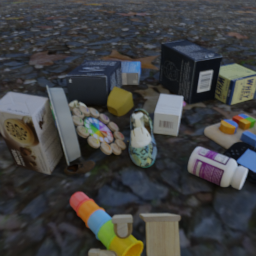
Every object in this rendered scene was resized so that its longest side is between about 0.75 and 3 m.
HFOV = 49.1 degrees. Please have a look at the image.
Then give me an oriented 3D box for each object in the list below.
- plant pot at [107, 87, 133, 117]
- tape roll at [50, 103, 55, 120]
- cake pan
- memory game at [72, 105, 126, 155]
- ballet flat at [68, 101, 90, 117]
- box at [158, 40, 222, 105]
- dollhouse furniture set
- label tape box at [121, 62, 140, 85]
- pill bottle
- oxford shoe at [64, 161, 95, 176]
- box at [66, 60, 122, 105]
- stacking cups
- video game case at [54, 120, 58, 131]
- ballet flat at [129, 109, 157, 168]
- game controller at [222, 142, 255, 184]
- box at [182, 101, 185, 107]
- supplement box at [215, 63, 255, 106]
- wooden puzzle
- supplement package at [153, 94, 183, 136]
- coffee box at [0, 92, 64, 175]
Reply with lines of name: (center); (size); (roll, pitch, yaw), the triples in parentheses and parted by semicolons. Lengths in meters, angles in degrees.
plant pot: (-0.412, -1.034, 11.955); (0.890, 0.896, 0.916); (25, 64, 22)
tape roll: (-3.612, -0.587, 11.491); (1.413, 0.340, 1.413); (-3, 31, 2)
cake pan: (-2.041, -0.111, 8.922); (0.478, 2.608, 2.608); (-15, 36, -13)
memory game: (-0.993, 0.051, 9.772); (2.301, 0.147, 2.301); (34, 25, -18)
ballet flat: (-2.177, -0.908, 12.151); (1.451, 0.488, 0.494); (21, 35, 29)
box: (2.860, -2.749, 13.481); (1.529, 2.120, 2.856); (-14, 36, -21)
dollhouse furniture set: (0.118, 2.915, 6.113); (1.865, 1.598, 1.961); (0, 75, -1)
label tape box: (-0.523, -2.960, 15.110); (2.307, 0.763, 1.653); (0, 33, 7)
pill bottle: (2.698, 1.240, 8.472); (1.588, 0.891, 0.891); (22, 39, 30)
oxford shoe: (-1.480, 1.250, 8.775); (1.018, 0.430, 0.370); (-16, 72, -26)
box: (-1.485, -2.190, 13.098); (1.909, 1.346, 2.580); (5, 29, 14)
stacking cups: (-0.639, 2.337, 6.949); (0.706, 0.706, 2.333); (-24, 40, -32)
video game case: (-3.304, -0.132, 11.256); (1.294, 0.172, 1.812); (18, 38, 26)
ballet flat: (0.416, 0.206, 9.956); (1.051, 1.051, 2.832); (-1, 31, -2)
game controller: (4.128, 1.221, 8.697); (1.230, 0.497, 2.358); (-41, 49, -20)
box: (2.060, -1.134, 12.782); (0.915, 0.179, 0.626); (-11, 35, -17)
supplement box: (4.923, -2.142, 13.396); (1.791, 1.202, 1.789); (-16, 36, -23)
wooden puzzle: (4.413, 0.155, 10.461); (2.333, 0.540, 2.161); (-20, 38, -27)
supplement package: (1.604, -0.546, 11.143); (0.958, 0.961, 1.639); (8, 34, 12)
coffee box: (-2.985, 0.210, 8.606); (1.352, 2.392, 0.955); (11, 43, 14)
